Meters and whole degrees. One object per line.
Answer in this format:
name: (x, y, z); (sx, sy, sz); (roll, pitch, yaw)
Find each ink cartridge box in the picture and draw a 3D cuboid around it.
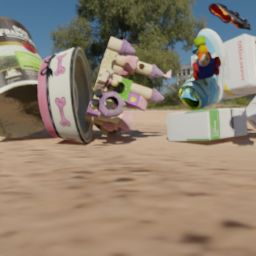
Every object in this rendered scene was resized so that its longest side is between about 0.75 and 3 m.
ink cartridge box: (3.551, -1.918, 9.579); (1.597, 1.604, 2.187); (0, -6, -35)
ink cartridge box: (2.232, -0.094, 7.826); (1.915, 0.807, 1.399); (-3, 0, -40)

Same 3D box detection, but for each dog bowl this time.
dog bowl: (-1.552, -0.800, 7.276); (0.911, 2.471, 2.471); (-3, 4, 3)

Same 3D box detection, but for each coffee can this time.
coffee can: (-3.352, -1.442, 7.974); (2.078, 2.840, 2.078); (-24, -28, -14)

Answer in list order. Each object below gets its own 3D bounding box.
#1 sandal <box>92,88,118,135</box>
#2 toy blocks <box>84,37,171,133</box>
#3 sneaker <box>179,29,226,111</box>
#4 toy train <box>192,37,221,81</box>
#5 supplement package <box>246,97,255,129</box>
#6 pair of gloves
sandal: (-1.192, -0.853, 9.037); (1.051, 2.616, 0.706); (-40, 14, 31)
toy blocks: (0.085, -0.940, 7.363); (1.914, 2.124, 2.273); (18, -12, -10)
sneaker: (1.994, -1.502, 7.770); (1.450, 2.222, 0.884); (-28, 27, -36)
toy train: (1.813, -1.816, 6.762); (0.652, 0.891, 1.540); (-13, -15, 12)
supplement package: (4.049, -0.575, 8.115); (0.704, 1.204, 0.706); (40, -2, -17)
pair of gloves: (2.395, -1.796, 5.414); (1.907, 0.236, 1.699); (41, 33, 8)
